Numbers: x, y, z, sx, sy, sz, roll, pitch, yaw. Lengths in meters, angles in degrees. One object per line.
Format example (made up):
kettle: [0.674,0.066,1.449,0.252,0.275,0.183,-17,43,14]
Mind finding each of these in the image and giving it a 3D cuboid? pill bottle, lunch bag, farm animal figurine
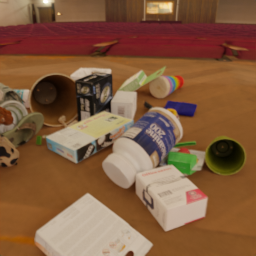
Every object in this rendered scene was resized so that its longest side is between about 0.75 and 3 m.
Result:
pill bottle: [0.425,0.586,8.361,1.367,1.367,2.463,20,51,38]
lunch bag: [-4.937,-0.871,11.114,1.675,2.043,1.201,25,35,32]
farm animal figurine: [-4.444,0.622,7.910,1.429,2.295,2.842,37,38,28]
pill bottle: [-5.425,-1.466,14.074,1.640,0.909,0.909,1,24,1]

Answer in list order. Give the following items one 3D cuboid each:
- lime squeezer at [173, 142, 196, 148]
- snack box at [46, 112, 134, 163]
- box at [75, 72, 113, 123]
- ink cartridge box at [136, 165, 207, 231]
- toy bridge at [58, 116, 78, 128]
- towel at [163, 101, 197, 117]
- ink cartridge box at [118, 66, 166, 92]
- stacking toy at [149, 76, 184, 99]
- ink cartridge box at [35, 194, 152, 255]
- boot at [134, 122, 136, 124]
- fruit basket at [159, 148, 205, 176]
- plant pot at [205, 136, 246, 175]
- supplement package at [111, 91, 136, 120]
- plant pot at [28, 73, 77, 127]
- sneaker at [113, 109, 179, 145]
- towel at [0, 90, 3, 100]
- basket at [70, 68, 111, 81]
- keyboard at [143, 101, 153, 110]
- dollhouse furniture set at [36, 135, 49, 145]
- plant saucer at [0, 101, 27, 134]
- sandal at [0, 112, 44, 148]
lime squeezer: [0.966,0.777,9.252,2.467,0.465,0.871,-21,7,-13]
snack box: [-1.347,0.225,10.475,1.688,0.539,2.905,19,34,39]
box: [-1.423,-1.229,12.164,0.868,2.017,1.651,12,26,24]
ink cartridge box: [1.042,1.716,7.200,1.163,0.677,1.606,-10,26,-22]
toy bridge: [-2.344,-0.111,11.799,1.625,0.221,0.546,18,38,26]
towel: [2.501,-0.890,13.528,1.502,0.372,1.109,9,32,19]
ink cartridge box: [0.782,-2.789,15.725,2.612,0.626,1.901,-31,14,25]
stacking toy: [2.460,-2.521,16.373,1.249,1.249,2.927,16,22,32]
ink cartridge box: [-0.719,2.482,6.036,1.989,0.499,1.613,33,37,22]
boot: [0.239,-0.176,11.929,1.084,0.359,0.949,0,29,-5]
fruit basket: [1.781,1.012,8.968,1.266,0.641,1.367,6,16,21]
plant pot: [3.072,0.767,8.997,1.179,1.179,1.135,6,13,14]
supplement package: [-0.177,-1.014,12.992,0.968,0.964,1.650,3,25,7]
plant pot: [-3.508,-1.416,12.720,2.241,2.241,2.404,-12,19,-24]
sneaker: [0.668,0.097,10.129,2.871,1.180,1.118,-24,33,-29]
towel: [-4.584,-0.324,8.284,1.492,0.388,2.251,26,78,48]
basket: [-1.976,-2.333,15.285,1.855,1.505,1.872,4,24,8]
keyboard: [1.013,-0.909,13.401,0.759,0.289,1.458,35,11,-19]
dollhouse furniture set: [-3.120,0.462,10.696,0.418,0.323,0.835,7,4,24]
plant saucer: [-4.392,-0.181,10.226,0.423,1.685,1.685,11,26,24]
sandal: [-3.844,0.243,10.318,0.655,0.911,2.296,8,36,24]
